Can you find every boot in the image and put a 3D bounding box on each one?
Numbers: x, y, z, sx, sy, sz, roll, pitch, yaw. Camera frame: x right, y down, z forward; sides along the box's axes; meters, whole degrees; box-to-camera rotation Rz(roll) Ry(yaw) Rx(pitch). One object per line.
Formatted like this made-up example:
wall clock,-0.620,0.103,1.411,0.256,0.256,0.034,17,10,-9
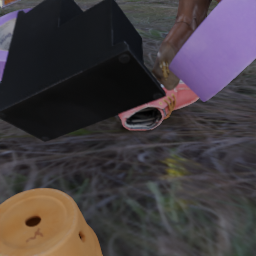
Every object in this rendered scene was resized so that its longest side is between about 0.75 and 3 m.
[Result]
boot,1.410,-2.794,7.335,0.956,2.774,2.976,14,50,26

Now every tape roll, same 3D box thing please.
tape roll,-3.033,-2.458,8.462,2.466,1.048,2.466,-3,54,4
tape roll,1.806,-1.567,4.974,0.935,2.200,2.200,44,43,4

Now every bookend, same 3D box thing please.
bookend,-0.987,-1.623,5.739,2.930,1.358,2.948,-20,56,25

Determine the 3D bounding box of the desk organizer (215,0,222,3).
desk organizer,2.774,-3.134,7.490,0.899,2.507,0.965,-31,56,-10

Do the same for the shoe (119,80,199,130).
shoe,1.103,-0.695,8.815,2.972,1.062,1.352,-11,35,-8

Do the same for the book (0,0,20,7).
book,-2.704,-3.817,7.488,1.648,0.593,2.467,-27,24,-14

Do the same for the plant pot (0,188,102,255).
plant pot,-1.376,1.875,4.408,1.915,1.340,1.915,0,31,0
